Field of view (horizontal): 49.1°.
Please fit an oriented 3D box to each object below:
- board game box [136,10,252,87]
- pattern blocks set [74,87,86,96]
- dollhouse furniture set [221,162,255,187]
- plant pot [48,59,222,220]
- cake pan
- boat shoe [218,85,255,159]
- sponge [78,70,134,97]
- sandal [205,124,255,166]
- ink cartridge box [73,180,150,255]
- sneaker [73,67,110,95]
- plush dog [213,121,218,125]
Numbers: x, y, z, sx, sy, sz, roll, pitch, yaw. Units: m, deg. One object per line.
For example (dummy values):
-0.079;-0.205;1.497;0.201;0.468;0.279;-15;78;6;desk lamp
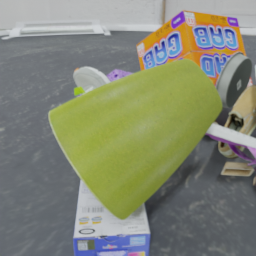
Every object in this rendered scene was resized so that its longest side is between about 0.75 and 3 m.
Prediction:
2.503;-2.420;10.997;2.882;2.880;2.879;-8;-5;-32;board game box
-1.148;-0.452;7.902;1.679;1.476;0.136;4;26;45;pattern blocks set
3.105;1.513;7.305;1.346;1.067;0.955;3;53;2;dollhouse furniture set
0.341;-0.058;5.497;2.705;2.531;2.531;-35;31;0;plant pot
3.409;-1.453;8.978;0.347;1.895;1.895;29;38;36;cake pan
3.095;-0.268;7.654;0.798;2.226;0.848;14;-13;45;boat shoe
-0.852;-1.065;9.802;2.873;0.428;1.603;-28;-17;35;sponge
2.911;0.568;6.812;2.668;0.656;1.086;21;3;-4;sandal
-0.378;2.066;6.108;1.506;0.843;2.208;-2;24;-4;ink cartridge box
-0.830;-0.651;8.281;0.943;2.491;1.146;-28;16;33;sneaker
2.976;-0.003;10.178;0.893;0.835;1.040;27;43;-26;plush dog
